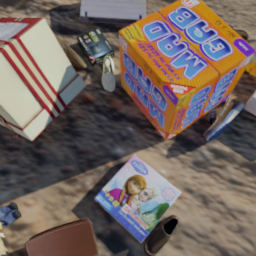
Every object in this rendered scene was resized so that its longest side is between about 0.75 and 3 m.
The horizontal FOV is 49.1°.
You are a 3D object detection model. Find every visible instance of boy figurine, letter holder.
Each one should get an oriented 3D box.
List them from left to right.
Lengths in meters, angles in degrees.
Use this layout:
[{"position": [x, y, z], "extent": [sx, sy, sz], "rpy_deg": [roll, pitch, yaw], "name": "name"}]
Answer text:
[{"position": [-3.635, 2.629, 7.570], "extent": [1.418, 0.457, 0.881], "rpy_deg": [-32, 71, -13], "name": "boy figurine"}, {"position": [-1.610, 2.663, 6.738], "extent": [1.521, 1.081, 0.765], "rpy_deg": [-15, 21, -15], "name": "letter holder"}]

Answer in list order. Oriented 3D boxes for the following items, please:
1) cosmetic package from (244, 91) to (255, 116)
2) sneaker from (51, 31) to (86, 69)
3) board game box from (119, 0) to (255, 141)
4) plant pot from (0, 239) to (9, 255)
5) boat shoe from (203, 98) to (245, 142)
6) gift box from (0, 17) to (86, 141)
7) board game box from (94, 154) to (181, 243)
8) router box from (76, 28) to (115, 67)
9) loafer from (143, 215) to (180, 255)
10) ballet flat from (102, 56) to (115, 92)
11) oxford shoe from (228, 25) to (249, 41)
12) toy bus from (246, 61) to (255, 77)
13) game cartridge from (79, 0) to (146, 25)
[{"position": [4.892, -0.608, 8.896], "extent": [1.961, 0.832, 1.055], "rpy_deg": [35, 71, 14], "name": "cosmetic package"}, {"position": [-2.363, -2.622, 10.048], "extent": [2.071, 0.729, 0.782], "rpy_deg": [44, 96, 17], "name": "sneaker"}, {"position": [1.522, -1.728, 8.437], "extent": [2.592, 2.594, 2.592], "rpy_deg": [-32, 69, -14], "name": "board game box"}, {"position": [-3.786, 3.634, 6.244], "extent": [2.234, 2.441, 2.441], "rpy_deg": [-24, 66, -23], "name": "plant pot"}, {"position": [2.902, -0.283, 8.893], "extent": [1.863, 0.673, 0.674], "rpy_deg": [-37, 65, -27], "name": "boat shoe"}, {"position": [-3.194, -1.493, 8.269], "extent": [2.899, 2.707, 2.675], "rpy_deg": [24, 62, 42], "name": "gift box"}, {"position": [0.270, 1.946, 7.938], "extent": [1.757, 0.362, 1.753], "rpy_deg": [38, 70, 16], "name": "board game box"}, {"position": [-1.190, -2.964, 10.255], "extent": [0.944, 0.391, 1.260], "rpy_deg": [-28, 68, -13], "name": "router box"}, {"position": [0.891, 2.828, 7.460], "extent": [0.483, 0.470, 1.323], "rpy_deg": [37, 70, 16], "name": "loafer"}, {"position": [-0.712, -1.919, 9.736], "extent": [0.492, 0.492, 1.372], "rpy_deg": [-5, 65, -2], "name": "ballet flat"}, {"position": [3.875, -3.287, 10.127], "extent": [1.222, 0.444, 0.516], "rpy_deg": [5, 68, -24], "name": "oxford shoe"}, {"position": [4.816, -1.872, 9.609], "extent": [1.166, 0.791, 1.119], "rpy_deg": [-14, 81, -4], "name": "toy bus"}, {"position": [-0.580, -4.822, 10.979], "extent": [2.538, 0.487, 1.645], "rpy_deg": [2, 66, -4], "name": "game cartridge"}]
